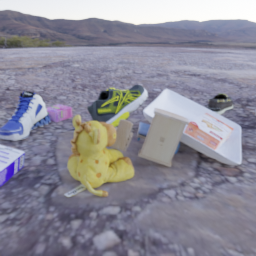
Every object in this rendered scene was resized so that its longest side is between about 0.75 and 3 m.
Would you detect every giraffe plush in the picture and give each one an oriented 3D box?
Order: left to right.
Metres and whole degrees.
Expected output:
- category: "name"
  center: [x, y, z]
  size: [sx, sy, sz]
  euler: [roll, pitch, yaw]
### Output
- category: "giraffe plush"
  center: [-0.790, 0.488, 6.410]
  size: [1.624, 1.527, 1.883]
  euler: [10, 22, 25]

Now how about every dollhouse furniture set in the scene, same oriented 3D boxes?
- category: "dollhouse furniture set"
  center: [0.679, -0.133, 7.772]
  size: [1.858, 1.285, 1.969]
  euler: [19, 21, 1]

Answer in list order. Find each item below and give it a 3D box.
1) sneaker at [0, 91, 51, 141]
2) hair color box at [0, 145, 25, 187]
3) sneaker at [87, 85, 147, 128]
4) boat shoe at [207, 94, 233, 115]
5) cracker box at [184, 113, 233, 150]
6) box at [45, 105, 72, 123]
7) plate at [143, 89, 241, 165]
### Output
- category: "sneaker"
  center: [-3.517, -0.519, 9.447]
  size: [0.911, 1.303, 2.256]
  euler: [5, 23, 17]
- category: "hair color box"
  center: [-3.176, 0.956, 6.507]
  size: [0.829, 0.492, 1.517]
  euler: [15, 24, 7]
- category: "sneaker"
  center: [-0.302, -0.973, 9.708]
  size: [1.091, 1.240, 2.930]
  euler: [-30, 14, 39]
- category: "boat shoe"
  center: [4.007, -1.121, 12.012]
  size: [0.784, 0.662, 2.200]
  euler: [12, 23, 32]
- category: "cracker box"
  center: [2.339, 0.086, 8.036]
  size: [0.964, 0.415, 1.439]
  euler: [34, 31, 22]
- category: "box"
  center: [-2.752, -0.577, 10.919]
  size: [0.749, 0.412, 0.852]
  euler: [15, 25, 34]
- category: "plate"
  center: [1.985, -0.085, 8.377]
  size: [2.810, 0.455, 2.816]
  euler: [28, 28, 9]
